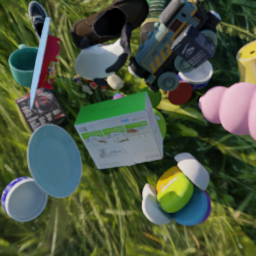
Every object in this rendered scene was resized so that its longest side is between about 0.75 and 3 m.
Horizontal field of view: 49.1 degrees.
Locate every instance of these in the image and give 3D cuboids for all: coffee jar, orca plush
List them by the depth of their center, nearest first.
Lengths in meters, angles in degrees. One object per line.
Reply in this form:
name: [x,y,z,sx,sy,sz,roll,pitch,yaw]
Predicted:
orca plush: [-0.526,-2.065,7.670,0.938,2.638,1.388,-36,92,-34]
coffee jar: [1.240,-4.474,11.744,1.186,1.450,2.780,4,60,11]

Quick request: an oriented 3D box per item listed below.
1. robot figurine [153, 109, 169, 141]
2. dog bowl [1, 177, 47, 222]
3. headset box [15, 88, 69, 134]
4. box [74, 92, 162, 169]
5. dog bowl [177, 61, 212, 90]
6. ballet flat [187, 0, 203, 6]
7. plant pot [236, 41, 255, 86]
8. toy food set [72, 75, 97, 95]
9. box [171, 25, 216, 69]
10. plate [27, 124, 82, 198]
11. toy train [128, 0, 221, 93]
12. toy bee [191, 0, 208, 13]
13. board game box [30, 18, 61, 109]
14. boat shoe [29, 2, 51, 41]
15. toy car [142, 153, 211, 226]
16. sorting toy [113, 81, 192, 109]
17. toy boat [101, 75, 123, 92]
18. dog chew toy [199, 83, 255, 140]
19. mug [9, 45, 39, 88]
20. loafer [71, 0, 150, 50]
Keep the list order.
robot figurine: [0.138,0.015,9.311,2.416,1.398,2.120,2,31,2]
dog bowl: [-2.458,1.689,6.670,0.386,0.981,0.981,8,55,45]
headset box: [-3.121,-0.625,10.087,1.315,0.663,1.769,-30,65,-15]
box: [-0.179,0.141,7.540,1.906,1.682,0.922,-12,36,16]
dog bowl: [2.604,-2.172,11.021,1.309,0.516,1.309,0,62,0]
ballet flat: [2.735,-4.876,8.944,0.766,2.251,0.757,-22,68,-46]
plant pot: [3.341,-1.500,7.062,1.245,1.171,1.245,-30,30,20]
toy food set: [-1.658,-1.824,11.027,1.092,0.172,0.694,37,67,18]
box: [1.683,-2.080,7.241,0.896,0.663,0.467,36,58,-13]
plate: [-1.449,0.655,5.525,0.188,1.472,1.472,-19,58,25]
toy train: [1.286,-2.386,8.303,1.677,2.942,1.254,31,33,-19]
toy bee: [1.878,-3.524,8.319,0.519,0.955,0.625,13,78,-21]
board game box: [-2.213,-1.813,7.809,0.568,2.306,2.919,11,16,-23]
boat shoe: [-3.121,-3.694,9.855,0.584,0.552,1.628,-14,92,-6]
toy car: [1.270,1.588,6.515,1.629,1.861,1.396,-45,90,6]
sorting toy: [0.826,-1.338,10.505,2.977,1.032,1.025,-10,39,-8]
toy boat: [-0.665,-1.689,10.875,0.861,0.400,0.724,-27,69,-22]
dog chew toy: [2.663,-0.398,6.191,2.188,1.362,1.362,14,60,31]
mug: [-3.689,-2.330,10.763,1.398,1.052,1.702,8,52,-1]
loafer: [-0.266,-3.157,8.362,2.973,1.085,1.061,-41,31,-28]
